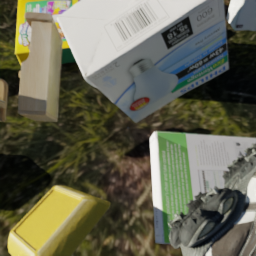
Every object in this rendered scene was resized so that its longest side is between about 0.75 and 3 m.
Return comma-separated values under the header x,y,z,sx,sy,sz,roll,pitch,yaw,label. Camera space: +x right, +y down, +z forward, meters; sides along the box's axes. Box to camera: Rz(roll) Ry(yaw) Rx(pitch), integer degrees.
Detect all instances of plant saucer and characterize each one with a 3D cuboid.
x,y,z,sx,sy,sz,roll,pitch,yaw,label
-1.117,1.385,4.119,1.338,0.324,1.338,2,42,48,plant saucer

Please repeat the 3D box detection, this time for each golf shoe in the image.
x,y,z,sx,sy,sz,roll,pitch,yaw,label
1.629,0.861,3.337,2.388,0.928,1.128,-38,77,-14,golf shoe

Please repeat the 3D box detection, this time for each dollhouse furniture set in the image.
x,y,z,sx,sy,sz,roll,pitch,yaw,label
-2.954,-1.201,5.621,2.950,2.710,1.919,3,85,-4,dollhouse furniture set

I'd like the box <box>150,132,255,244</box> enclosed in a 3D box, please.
x,y,z,sx,sy,sz,roll,pitch,yaw,label
1.613,1.002,4.763,2.460,0.447,1.775,5,66,-13,box

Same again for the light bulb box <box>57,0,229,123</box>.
x,y,z,sx,sy,sz,roll,pitch,yaw,label
0.466,-1.637,5.554,2.484,2.506,1.564,-30,65,11,light bulb box

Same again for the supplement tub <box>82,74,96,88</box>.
x,y,z,sx,sy,sz,roll,pitch,yaw,label
-0.442,-2.558,8.552,1.640,1.640,2.486,5,64,3,supplement tub

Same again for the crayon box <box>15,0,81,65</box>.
x,y,z,sx,sy,sz,roll,pitch,yaw,label
-2.538,-3.344,9.447,2.224,0.751,2.578,-7,63,-2,crayon box

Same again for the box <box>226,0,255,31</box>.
x,y,z,sx,sy,sz,roll,pitch,yaw,label
2.804,-2.715,6.167,0.935,0.940,0.615,-4,47,-4,box
